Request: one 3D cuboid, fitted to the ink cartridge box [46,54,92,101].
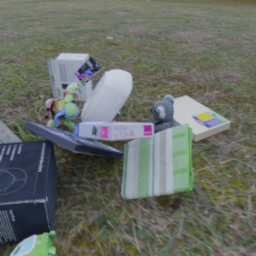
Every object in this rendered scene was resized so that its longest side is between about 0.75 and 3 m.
[{"bbox_3d":[-2.446,-2.150,11.882,1.607,1.830,0.767,5,33,8],"label":"ink cartridge box"}]

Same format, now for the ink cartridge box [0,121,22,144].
[{"bbox_3d":[-3.996,-0.001,8.803,1.245,1.434,0.312,-4,46,33],"label":"ink cartridge box"}]

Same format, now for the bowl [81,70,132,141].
[{"bbox_3d":[-0.924,-1.063,10.760,0.968,2.593,2.590,32,21,-16],"label":"bowl"}]

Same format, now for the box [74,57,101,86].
[{"bbox_3d":[-1.459,-2.055,10.084,0.901,0.163,0.644,-43,62,11],"label":"box"}]

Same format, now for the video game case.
[{"bbox_3d":[-1.704,0.467,9.557,2.126,0.282,2.977,21,1,28],"label":"video game case"}]

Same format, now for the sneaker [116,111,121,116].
[{"bbox_3d":[-0.520,-0.882,12.120,0.307,0.825,0.349,6,49,45],"label":"sneaker"}]

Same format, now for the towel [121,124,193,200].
[{"bbox_3d":[0.808,1.075,8.211,2.563,0.393,1.912,-20,57,43],"label":"towel"}]

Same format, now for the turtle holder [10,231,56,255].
[{"bbox_3d":[-2.178,2.978,6.565,1.022,1.093,1.439,-9,35,-13],"label":"turtle holder"}]

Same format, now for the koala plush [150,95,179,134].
[{"bbox_3d":[1.445,-0.418,11.273,1.506,1.638,1.453,16,36,23],"label":"koala plush"}]

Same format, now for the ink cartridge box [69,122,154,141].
[{"bbox_3d":[-0.565,0.066,8.111,1.420,0.499,2.380,-1,0,-37],"label":"ink cartridge box"}]

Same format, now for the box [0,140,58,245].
[{"bbox_3d":[-3.433,1.750,7.952,2.560,1.614,2.604,-5,34,-7],"label":"box"}]

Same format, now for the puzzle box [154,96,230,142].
[{"bbox_3d":[2.772,-0.509,12.551,1.959,0.374,2.945,-17,36,-24],"label":"puzzle box"}]

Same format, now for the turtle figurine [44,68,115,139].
[{"bbox_3d":[-1.847,-0.576,9.916,2.496,1.796,2.420,-43,22,-29],"label":"turtle figurine"}]
